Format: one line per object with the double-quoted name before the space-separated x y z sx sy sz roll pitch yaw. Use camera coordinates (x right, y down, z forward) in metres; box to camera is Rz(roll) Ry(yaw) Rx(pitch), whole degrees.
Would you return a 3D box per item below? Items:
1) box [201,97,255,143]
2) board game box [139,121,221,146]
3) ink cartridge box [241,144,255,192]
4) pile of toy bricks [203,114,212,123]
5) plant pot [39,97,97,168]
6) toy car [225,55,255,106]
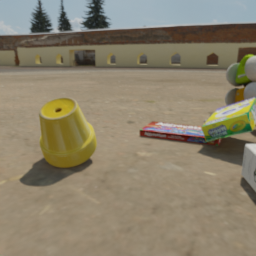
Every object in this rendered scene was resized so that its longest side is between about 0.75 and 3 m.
"box" 3.430 -0.253 9.325 1.511 0.623 2.576 -19 10 35
"board game box" 2.026 0.162 10.554 2.863 0.278 1.474 7 16 23
"ink cartridge box" 3.578 1.086 5.947 1.548 0.894 2.120 0 15 1
"pile of toy bricks" 3.667 -0.225 11.423 0.711 0.799 1.439 53 26 14
"plant pot" -1.767 0.038 7.762 1.584 1.490 1.584 -4 41 4
"toy car" 6.384 -2.128 14.087 2.226 2.969 2.598 3 -1 -10
